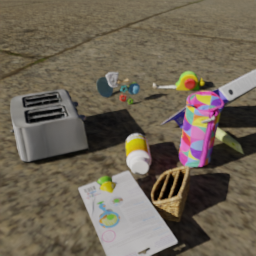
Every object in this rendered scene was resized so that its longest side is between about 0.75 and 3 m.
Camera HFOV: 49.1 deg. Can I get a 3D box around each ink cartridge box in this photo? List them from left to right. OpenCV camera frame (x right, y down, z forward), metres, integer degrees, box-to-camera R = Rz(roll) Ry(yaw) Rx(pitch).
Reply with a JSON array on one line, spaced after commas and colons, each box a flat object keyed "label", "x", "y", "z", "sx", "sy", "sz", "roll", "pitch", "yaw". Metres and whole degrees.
[{"label": "ink cartridge box", "x": 2.823, "y": -0.812, "z": 9.560, "sx": 2.701, "sy": 2.676, "sz": 0.586, "roll": -24, "pitch": 82, "yaw": -28}]

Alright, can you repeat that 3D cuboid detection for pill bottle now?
[{"label": "pill bottle", "x": 0.299, "y": 0.796, "z": 8.445, "sx": 0.722, "sy": 0.722, "sz": 1.321, "roll": -1, "pitch": 30, "yaw": -2}]

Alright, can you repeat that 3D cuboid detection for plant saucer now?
[{"label": "plant saucer", "x": -1.089, "y": -1.808, "z": 12.553, "sx": 0.180, "sy": 0.936, "sz": 0.936, "roll": -9, "pitch": 19, "yaw": 47}]

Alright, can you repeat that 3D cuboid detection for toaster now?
[{"label": "toaster", "x": -2.715, "y": -0.098, "z": 9.279, "sx": 2.465, "sy": 1.462, "sz": 2.229, "roll": -12, "pitch": 34, "yaw": -18}]

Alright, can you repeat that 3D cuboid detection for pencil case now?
[{"label": "pencil case", "x": 2.016, "y": 0.107, "z": 7.936, "sx": 1.043, "sy": 2.360, "sz": 1.043, "roll": -1, "pitch": 42, "yaw": 1}]

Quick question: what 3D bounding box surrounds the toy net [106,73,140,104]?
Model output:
[{"label": "toy net", "x": -0.305, "y": -1.691, "z": 11.541, "sx": 1.800, "sy": 0.944, "sz": 0.348, "roll": 27, "pitch": 16, "yaw": -35}]

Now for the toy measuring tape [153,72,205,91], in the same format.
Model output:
[{"label": "toy measuring tape", "x": 2.386, "y": -2.220, "z": 13.129, "sx": 2.407, "sy": 0.885, "sz": 0.885, "roll": 2, "pitch": 33, "yaw": 3}]

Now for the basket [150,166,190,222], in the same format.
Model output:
[{"label": "basket", "x": 1.047, "y": 1.584, "z": 7.169, "sx": 0.883, "sy": 0.922, "sz": 1.237, "roll": 9, "pitch": 37, "yaw": 21}]

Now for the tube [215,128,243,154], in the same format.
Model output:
[{"label": "tube", "x": 3.376, "y": 0.413, "z": 9.470, "sx": 0.375, "sy": 0.335, "sz": 1.291, "roll": 5, "pitch": 24, "yaw": -30}]

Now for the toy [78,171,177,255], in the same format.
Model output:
[{"label": "toy", "x": -0.129, "y": 2.139, "z": 6.670, "sx": 1.458, "sy": 0.598, "sz": 2.531, "roll": -16, "pitch": 37, "yaw": -19}]
